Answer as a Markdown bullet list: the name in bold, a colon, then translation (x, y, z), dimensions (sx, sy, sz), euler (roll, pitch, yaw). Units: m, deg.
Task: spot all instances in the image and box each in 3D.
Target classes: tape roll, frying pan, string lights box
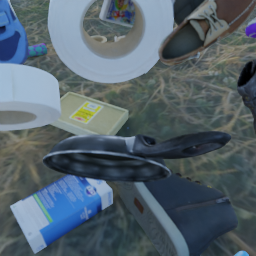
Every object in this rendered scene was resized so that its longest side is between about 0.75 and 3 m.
- **tape roll**: translation (-1.635, -0.354, 3.803), dimensions (1.403, 1.403, 0.491), euler (-6, 78, -6)
- **frying pan**: translation (-0.183, 0.243, 2.804), dimensions (1.446, 2.390, 0.389), euler (7, 69, -4)
- **string lights box**: translation (-1.283, 1.541, 5.644), dimensions (1.779, 0.525, 0.914), euler (-27, 48, -27)
- **tape roll**: translation (-0.373, -2.297, 6.068), dimensions (2.619, 2.619, 0.916), euler (-7, 39, -8)

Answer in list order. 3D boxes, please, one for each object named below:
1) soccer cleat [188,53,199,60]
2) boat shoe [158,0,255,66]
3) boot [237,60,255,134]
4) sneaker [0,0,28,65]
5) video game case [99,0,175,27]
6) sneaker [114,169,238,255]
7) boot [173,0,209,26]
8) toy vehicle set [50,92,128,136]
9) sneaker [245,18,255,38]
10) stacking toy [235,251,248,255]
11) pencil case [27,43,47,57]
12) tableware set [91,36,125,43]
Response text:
- **soccer cleat**: translation (1.955, -2.853, 10.627), dimensions (1.578, 0.551, 0.681), euler (-7, 42, -8)
- **boat shoe**: translation (1.187, -1.521, 4.252), dimensions (0.663, 1.750, 0.628), euler (50, 27, -4)
- **boot**: translation (2.668, -0.691, 5.495), dimensions (0.569, 1.432, 1.644), euler (-11, 29, 43)
- **sneaker**: translation (-2.252, -1.958, 4.458), dimensions (0.770, 2.082, 0.856), euler (-17, 10, -2)
- **video game case**: translation (0.350, -3.175, 6.894), dimensions (1.967, 1.409, 0.177), euler (-3, 39, -40)
- **sneaker**: translation (0.763, 1.220, 5.780), dimensions (1.519, 1.070, 2.860), euler (-16, 51, -26)
- **boot**: translation (2.109, -4.137, 7.889), dimensions (1.798, 2.600, 1.007), euler (55, 20, 18)
- **toy vehicle set**: translation (-1.200, -0.337, 7.966), dimensions (2.098, 0.278, 1.304), euler (20, 45, 21)
- **sneaker**: translation (2.767, -1.495, 4.725), dimensions (1.591, 0.791, 0.553), euler (10, 6, 37)
- **stacking toy**: translation (2.269, 2.841, 3.879), dimensions (2.209, 1.213, 1.282), euler (20, 39, 6)
- **pencil case**: translation (-3.681, -3.022, 10.885), dimensions (1.007, 0.465, 0.429), euler (-16, 47, -16)
- **tableware set**: translation (-0.667, -3.290, 11.313), dimensions (2.585, 0.300, 2.159), euler (-5, 42, -7)
